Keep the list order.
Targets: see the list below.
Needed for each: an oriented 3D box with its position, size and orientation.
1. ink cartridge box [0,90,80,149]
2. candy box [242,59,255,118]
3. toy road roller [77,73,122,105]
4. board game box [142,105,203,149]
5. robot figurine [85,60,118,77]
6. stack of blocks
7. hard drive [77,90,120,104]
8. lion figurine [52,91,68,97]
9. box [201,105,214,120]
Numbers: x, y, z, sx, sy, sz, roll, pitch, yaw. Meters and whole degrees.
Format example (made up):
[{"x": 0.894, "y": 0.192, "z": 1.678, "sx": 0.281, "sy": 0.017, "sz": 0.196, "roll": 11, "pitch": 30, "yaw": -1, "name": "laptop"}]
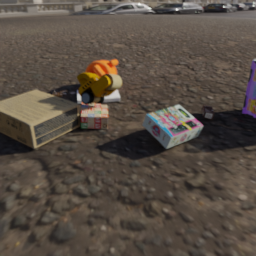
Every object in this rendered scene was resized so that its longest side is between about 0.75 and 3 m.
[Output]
[{"x": -3.679, "y": -0.463, "z": 11.056, "sx": 2.828, "sy": 1.062, "sz": 2.329, "roll": 19, "pitch": 32, "yaw": 34, "name": "ink cartridge box"}, {"x": 6.321, "y": -1.324, "z": 11.245, "sx": 1.026, "sy": 2.407, "sz": 2.869, "roll": -21, "pitch": 35, "yaw": -33, "name": "candy box"}, {"x": -1.244, "y": -1.761, "z": 11.014, "sx": 1.736, "sy": 1.267, "sz": 1.067, "roll": -33, "pitch": -9, "yaw": 26, "name": "toy road roller"}, {"x": 1.650, "y": -0.084, "z": 10.283, "sx": 1.821, "sy": 0.585, "sz": 1.344, "roll": -18, "pitch": 51, "yaw": -37, "name": "board game box"}, {"x": -1.435, "y": -2.861, "z": 14.950, "sx": 1.436, "sy": 1.772, "sz": 2.463, "roll": 14, "pitch": 17, "yaw": 8, "name": "robot figurine"}, {"x": -1.426, "y": -0.671, "z": 11.821, "sx": 1.084, "sy": 0.551, "sz": 1.882, "roll": 1, "pitch": 31, "yaw": -8, "name": "stack of blocks"}, {"x": -1.511, "y": -1.601, "z": 14.026, "sx": 2.057, "sy": 0.274, "sz": 1.357, "roll": -4, "pitch": 29, "yaw": -8, "name": "hard drive"}, {"x": -3.481, "y": -1.775, "z": 14.416, "sx": 0.493, "sy": 0.291, "sz": 0.804, "roll": 4, "pitch": 14, "yaw": 24, "name": "lion figurine"}, {"x": 3.439, "y": -0.676, "z": 12.091, "sx": 0.421, "sy": 0.315, "sz": 0.840, "roll": 14, "pitch": 24, "yaw": 3, "name": "box"}]
